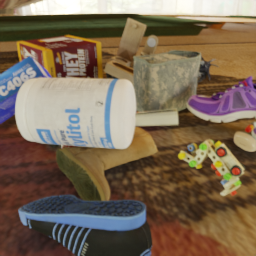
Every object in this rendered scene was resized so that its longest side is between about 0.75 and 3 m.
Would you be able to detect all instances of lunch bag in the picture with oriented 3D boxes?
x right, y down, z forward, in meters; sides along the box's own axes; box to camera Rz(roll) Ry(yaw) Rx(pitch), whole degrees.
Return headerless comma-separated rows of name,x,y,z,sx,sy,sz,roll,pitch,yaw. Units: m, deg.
lunch bag,1.442,-1.609,9.852,2.385,1.956,1.402,-13,30,-24

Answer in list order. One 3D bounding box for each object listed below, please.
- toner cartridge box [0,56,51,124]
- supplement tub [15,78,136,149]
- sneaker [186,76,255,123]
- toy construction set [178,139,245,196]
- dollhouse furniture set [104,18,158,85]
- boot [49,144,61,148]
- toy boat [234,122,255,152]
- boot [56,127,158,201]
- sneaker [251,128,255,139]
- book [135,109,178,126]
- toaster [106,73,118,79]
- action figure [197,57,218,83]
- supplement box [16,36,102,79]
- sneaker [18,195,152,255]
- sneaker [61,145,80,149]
toner cartridge box,-3.434,-0.678,7.428,2.955,0.638,1.404,-34,-4,-2
supplement tub,-1.101,-0.353,6.420,2.379,1.569,1.569,2,27,12
sneaker,3.221,-0.934,8.391,2.896,1.208,1.168,-3,29,11
toy construction set,1.747,0.786,5.571,1.375,0.902,0.633,47,32,3
dollhouse furniture set,0.327,-3.290,12.140,2.327,1.993,2.446,26,29,9
boot,-2.049,0.240,8.131,0.734,0.381,1.124,-11,30,-41
toy boat,3.229,0.230,7.490,0.396,0.852,0.716,-32,49,-27
boot,-0.232,0.740,6.625,2.353,0.778,2.061,-14,37,-33
sneaker,3.895,0.208,7.792,0.596,0.617,1.479,-1,28,-4
book,0.475,-0.301,8.540,1.936,0.465,1.294,-4,5,4
toaster,-0.477,-2.512,13.122,1.050,0.597,0.678,10,27,21
action figure,2.526,-2.294,11.413,2.126,1.263,1.085,-24,-19,23
supplement box,-3.043,-2.947,12.614,2.716,1.803,2.679,-23,35,-38
sneaker,-0.784,1.692,4.506,2.503,0.975,0.878,-5,6,33
sneaker,-1.380,0.080,7.757,0.740,0.781,1.902,20,52,-12
